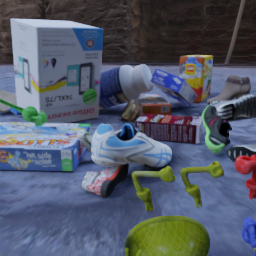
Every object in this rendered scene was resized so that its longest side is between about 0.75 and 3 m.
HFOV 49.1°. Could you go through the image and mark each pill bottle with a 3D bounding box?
[{"bbox_3d":[-0.346,-1.514,10.193,2.345,1.301,1.301,-12,10,25],"label":"pill bottle"}]

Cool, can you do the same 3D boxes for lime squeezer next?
[{"bbox_3d":[-2.245,-0.278,6.195,0.699,0.373,1.978,1,15,-43],"label":"lime squeezer"}]

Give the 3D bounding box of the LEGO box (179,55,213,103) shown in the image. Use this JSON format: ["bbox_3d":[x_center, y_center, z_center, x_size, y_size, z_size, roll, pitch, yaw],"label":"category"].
[{"bbox_3d":[3.163,-2.356,12.997,1.010,1.950,2.618,8,18,24],"label":"LEGO box"}]

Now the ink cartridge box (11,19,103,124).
[{"bbox_3d":[-2.276,-1.828,8.958,2.108,2.873,2.098,-14,31,-36],"label":"ink cartridge box"}]

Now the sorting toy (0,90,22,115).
[{"bbox_3d":[-4.646,-0.923,10.384,2.738,0.373,1.542,21,25,19],"label":"sorting toy"}]

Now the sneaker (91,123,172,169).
[{"bbox_3d":[0.206,0.336,5.293,0.760,0.766,2.115,18,6,40],"label":"sneaker"}]

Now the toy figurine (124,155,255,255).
[{"bbox_3d":[1.245,1.118,2.218,2.492,1.314,1.493,-2,21,-3],"label":"toy figurine"}]

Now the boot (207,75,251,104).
[{"bbox_3d":[4.178,-1.586,11.614,1.683,1.231,0.591,2,16,6],"label":"boot"}]

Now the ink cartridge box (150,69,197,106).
[{"bbox_3d":[1.769,-1.471,10.478,1.136,0.534,2.416,27,5,23],"label":"ink cartridge box"}]

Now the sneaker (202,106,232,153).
[{"bbox_3d":[2.064,-0.019,6.403,0.576,0.528,1.376,-33,35,32],"label":"sneaker"}]

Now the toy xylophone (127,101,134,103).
[{"bbox_3d":[0.541,-0.997,11.300,1.091,0.274,0.799,-14,22,-39],"label":"toy xylophone"}]

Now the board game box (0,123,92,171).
[{"bbox_3d":[-2.333,0.349,6.181,2.770,0.477,1.875,1,16,2],"label":"board game box"}]

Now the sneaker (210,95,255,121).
[{"bbox_3d":[3.579,-0.775,9.697,2.047,0.768,1.182,-9,16,-25],"label":"sneaker"}]

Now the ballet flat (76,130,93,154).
[{"bbox_3d":[-0.686,0.356,5.705,0.874,0.314,0.314,42,-7,-30],"label":"ballet flat"}]

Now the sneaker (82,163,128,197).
[{"bbox_3d":[-0.388,0.814,4.833,0.530,0.330,0.989,9,21,21],"label":"sneaker"}]

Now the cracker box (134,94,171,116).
[{"bbox_3d":[0.847,-0.847,10.279,1.030,0.444,1.538,-3,20,-10],"label":"cracker box"}]

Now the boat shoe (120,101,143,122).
[{"bbox_3d":[0.149,-0.463,9.059,0.586,0.625,1.736,32,5,-8],"label":"boat shoe"}]

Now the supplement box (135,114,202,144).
[{"bbox_3d":[1.084,-0.006,7.403,1.649,0.502,0.897,3,16,16],"label":"supplement box"}]

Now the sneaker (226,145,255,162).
[{"bbox_3d":[2.375,0.485,5.275,0.981,0.362,0.389,-1,11,24],"label":"sneaker"}]
